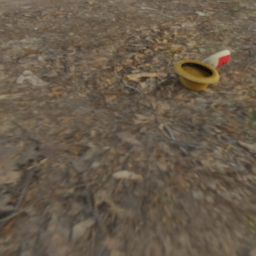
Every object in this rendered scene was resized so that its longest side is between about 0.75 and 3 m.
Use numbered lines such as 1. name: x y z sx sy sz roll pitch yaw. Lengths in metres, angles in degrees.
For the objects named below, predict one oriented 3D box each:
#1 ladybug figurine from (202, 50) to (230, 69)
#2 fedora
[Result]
1. ladybug figurine: 3.707 -2.789 11.644 1.458 0.525 0.990 -26 1 -29
2. fedora: 2.584 -1.976 10.897 1.807 0.737 1.807 6 39 -5
